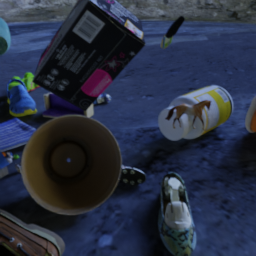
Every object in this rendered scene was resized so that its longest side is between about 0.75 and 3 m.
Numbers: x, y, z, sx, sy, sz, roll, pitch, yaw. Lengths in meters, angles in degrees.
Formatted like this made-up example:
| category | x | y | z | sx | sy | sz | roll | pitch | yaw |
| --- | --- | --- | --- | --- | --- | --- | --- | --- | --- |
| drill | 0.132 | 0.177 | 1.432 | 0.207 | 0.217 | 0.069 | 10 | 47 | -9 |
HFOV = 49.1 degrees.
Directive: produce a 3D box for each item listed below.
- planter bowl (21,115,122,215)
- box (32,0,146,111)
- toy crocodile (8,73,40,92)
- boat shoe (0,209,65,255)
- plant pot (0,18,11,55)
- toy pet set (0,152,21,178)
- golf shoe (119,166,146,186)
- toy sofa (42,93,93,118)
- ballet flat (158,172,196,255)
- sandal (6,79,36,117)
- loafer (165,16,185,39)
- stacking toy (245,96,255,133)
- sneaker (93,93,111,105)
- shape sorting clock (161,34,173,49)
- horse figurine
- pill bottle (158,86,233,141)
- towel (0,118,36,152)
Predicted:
| category | x | y | z | sx | sy | sz | roll | pitch | yaw |
| --- | --- | --- | --- | --- | --- | --- | --- | --- | --- |
| planter bowl | -1.392 | 0.811 | 6.746 | 2.168 | 2.168 | 1.459 | -9 | 2 | -18 |
| box | -1.156 | -2.230 | 7.971 | 1.869 | 2.829 | 1.623 | 30 | 33 | -27 |
| toy crocodile | -4.979 | -2.224 | 14.087 | 0.948 | 0.867 | 2.808 | 6 | 23 | 13 |
| boat shoe | -2.368 | 2.119 | 5.196 | 2.283 | 0.821 | 0.776 | 8 | 27 | 16 |
| plant pot | -10.203 | -6.739 | 21.100 | 2.755 | 2.755 | 2.211 | -14 | 50 | -26 |
| toy pet set | -3.480 | 0.868 | 7.938 | 1.178 | 0.626 | 1.100 | 15 | 30 | 28 |
| golf shoe | -0.115 | 1.181 | 7.505 | 1.260 | 0.487 | 0.555 | 6 | 20 | 12 |
| toy sofa | -2.457 | -0.861 | 11.205 | 1.988 | 0.823 | 0.970 | 10 | 27 | 20 |
| ballet flat | 1.004 | 1.727 | 6.099 | 0.796 | 0.796 | 2.144 | 0 | 26 | -1 |
| sandal | -4.578 | -1.277 | 11.728 | 1.036 | 1.135 | 2.607 | -15 | 32 | -31 |
| loafer | 1.853 | -3.978 | 11.136 | 0.345 | 1.017 | 0.357 | 38 | 6 | -11 |
| stacking toy | 5.428 | -0.176 | 8.885 | 2.048 | 2.048 | 2.803 | -20 | 43 | -35 |
| sneaker | -1.164 | -1.274 | 12.519 | 0.696 | 0.383 | 0.950 | 6 | 22 | 21 |
| shape sorting clock | 1.746 | -3.969 | 12.602 | 0.868 | 0.868 | 0.170 | -25 | 56 | -40 |
| horse figurine | 1.572 | -0.357 | 7.360 | 1.185 | 0.785 | 0.296 | 4 | 13 | 7 |
| pill bottle | 2.321 | -0.489 | 9.684 | 2.667 | 1.494 | 1.494 | -22 | 34 | -37 |
| towel | -4.047 | 0.188 | 9.494 | 1.586 | 0.261 | 2.191 | -24 | 29 | -38 |
